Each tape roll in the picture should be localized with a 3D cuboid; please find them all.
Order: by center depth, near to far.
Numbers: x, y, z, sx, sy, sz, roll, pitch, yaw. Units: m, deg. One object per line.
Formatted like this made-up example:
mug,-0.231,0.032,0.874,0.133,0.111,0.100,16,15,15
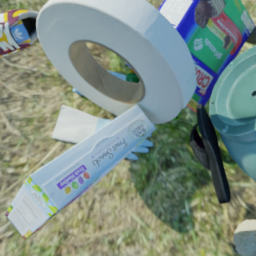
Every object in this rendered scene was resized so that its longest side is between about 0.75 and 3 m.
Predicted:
tape roll,-0.253,-1.120,4.975,2.928,2.928,0.535,29,68,7

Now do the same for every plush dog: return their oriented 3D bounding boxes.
plush dog,4.157,2.947,6.726,2.402,1.927,2.063,-36,103,-8

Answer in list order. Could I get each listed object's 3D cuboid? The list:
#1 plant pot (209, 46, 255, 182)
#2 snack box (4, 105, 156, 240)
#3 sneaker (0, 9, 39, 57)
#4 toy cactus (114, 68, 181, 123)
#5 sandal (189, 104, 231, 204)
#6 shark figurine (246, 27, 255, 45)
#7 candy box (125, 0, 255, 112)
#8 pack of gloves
plant pot,2.745,-0.312,5.023,1.938,2.893,2.893,23,76,-23
snack box,-0.768,0.722,4.873,0.647,1.736,2.441,50,46,4
sneaker,-2.978,-2.087,6.391,1.200,0.998,2.663,9,44,31
toy cactus,0.427,-0.979,7.960,1.972,1.222,2.390,-36,82,8
sandal,1.468,0.497,5.294,0.457,0.718,1.909,-16,83,27
shark figurine,2.858,-2.172,5.778,1.492,2.497,1.042,32,87,28
candy box,1.428,-1.821,6.109,2.405,2.034,0.926,-57,43,6
pack of gloves,-0.495,-0.539,8.026,2.925,0.577,2.458,15,76,4
